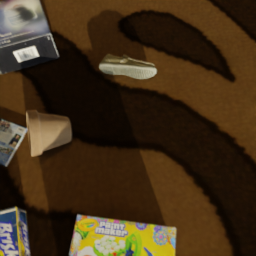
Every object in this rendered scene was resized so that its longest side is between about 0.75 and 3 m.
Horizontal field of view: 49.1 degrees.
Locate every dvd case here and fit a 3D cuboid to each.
[{"bbox_3d":[-4.544,0.507,10.201,1.137,0.140,1.594,19,68,8],"label":"dvd case"}]

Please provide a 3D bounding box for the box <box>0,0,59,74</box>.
[{"bbox_3d":[-4.469,-3.887,11.419,2.478,1.527,2.458,-19,66,-9],"label":"box"}]

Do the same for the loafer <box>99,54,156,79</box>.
[{"bbox_3d":[0.013,-2.552,11.170,2.293,0.862,0.798,10,71,5],"label":"loafer"}]

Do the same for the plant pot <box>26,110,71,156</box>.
[{"bbox_3d":[-2.754,0.128,9.774,1.388,1.591,1.591,-6,65,-23],"label":"plant pot"}]

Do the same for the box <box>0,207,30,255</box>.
[{"bbox_3d":[-3.501,3.818,8.326,0.936,0.859,2.673,-13,67,-5],"label":"box"}]

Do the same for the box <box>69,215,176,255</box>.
[{"bbox_3d":[-0.213,4.016,7.783,2.750,1.678,2.649,7,66,4],"label":"box"}]
